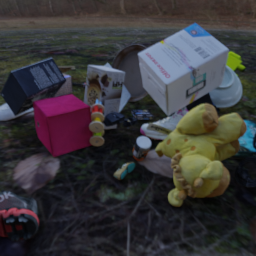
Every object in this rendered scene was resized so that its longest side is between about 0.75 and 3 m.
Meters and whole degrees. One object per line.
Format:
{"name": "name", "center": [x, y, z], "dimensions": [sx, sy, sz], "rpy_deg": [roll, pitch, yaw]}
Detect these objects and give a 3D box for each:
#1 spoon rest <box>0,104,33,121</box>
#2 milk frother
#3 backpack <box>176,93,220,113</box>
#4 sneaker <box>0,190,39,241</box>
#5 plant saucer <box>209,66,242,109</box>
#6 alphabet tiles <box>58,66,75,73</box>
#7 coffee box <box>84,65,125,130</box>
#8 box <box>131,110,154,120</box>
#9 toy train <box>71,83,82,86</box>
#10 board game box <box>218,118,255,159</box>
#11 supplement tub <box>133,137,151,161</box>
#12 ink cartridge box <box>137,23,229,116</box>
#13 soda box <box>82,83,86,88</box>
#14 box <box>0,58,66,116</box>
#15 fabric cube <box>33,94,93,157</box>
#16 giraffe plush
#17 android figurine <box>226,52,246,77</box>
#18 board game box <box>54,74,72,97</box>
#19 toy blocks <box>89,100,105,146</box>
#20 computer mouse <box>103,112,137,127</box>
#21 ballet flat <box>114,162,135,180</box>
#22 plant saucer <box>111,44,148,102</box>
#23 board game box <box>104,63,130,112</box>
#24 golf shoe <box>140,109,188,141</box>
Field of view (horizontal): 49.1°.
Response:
{"name": "spoon rest", "center": [-4.983, -0.966, 13.068], "dimensions": [1.253, 0.765, 2.522], "rpy_deg": [22, 46, 40]}
{"name": "milk frother", "center": [4.392, 1.071, 7.988], "dimensions": [1.887, 2.006, 1.811], "rpy_deg": [34, 38, -7]}
{"name": "backpack", "center": [2.713, -0.965, 11.802], "dimensions": [1.386, 1.799, 1.713], "rpy_deg": [-19, 14, 48]}
{"name": "sneaker", "center": [-3.199, 2.007, 6.496], "dimensions": [2.322, 0.821, 1.135], "rpy_deg": [0, 26, -6]}
{"name": "plant saucer", "center": [4.040, -2.253, 13.015], "dimensions": [2.885, 0.724, 2.885], "rpy_deg": [5, 58, -8]}
{"name": "alphabet tiles", "center": [-4.809, -3.479, 17.416], "dimensions": [2.878, 0.091, 2.395], "rpy_deg": [-7, 7, 38]}
{"name": "coffee box", "center": [-1.047, -1.232, 11.374], "dimensions": [0.941, 2.358, 1.333], "rpy_deg": [-6, 22, -42]}
{"name": "box", "center": [0.635, -0.592, 12.587], "dimensions": [0.816, 0.203, 0.810], "rpy_deg": [-1, 23, -15]}
{"name": "toy train", "center": [-3.208, -2.656, 17.044], "dimensions": [0.991, 0.169, 0.227], "rpy_deg": [11, 15, 23]}
{"name": "board game box", "center": [4.103, 0.353, 10.435], "dimensions": [1.767, 0.368, 2.612], "rpy_deg": [5, 27, 8]}
{"name": "supplement tub", "center": [0.428, 0.697, 9.141], "dimensions": [0.501, 0.817, 0.501], "rpy_deg": [6, 52, -7]}
{"name": "ink cartridge box", "center": [1.992, -2.167, 10.502], "dimensions": [2.591, 1.892, 1.901], "rpy_deg": [-30, 58, -9]}
{"name": "soda box", "center": [-2.372, -2.595, 16.804], "dimensions": [0.272, 0.244, 0.769], "rpy_deg": [20, 33, 36]}
{"name": "box", "center": [-3.705, -1.589, 10.923], "dimensions": [1.810, 1.141, 1.842], "rpy_deg": [-33, 1, -40]}
{"name": "fabric cube", "center": [-2.361, -0.145, 10.152], "dimensions": [1.603, 1.573, 1.598], "rpy_deg": [-16, 31, -29]}
{"name": "giraffe plush", "center": [1.936, 0.888, 7.613], "dimensions": [2.774, 2.394, 2.250], "rpy_deg": [2, 42, -4]}
{"name": "android figurine", "center": [5.546, -3.596, 16.127], "dimensions": [2.169, 0.445, 1.974], "rpy_deg": [36, 79, 25]}
{"name": "board game box", "center": [-4.343, -2.473, 15.696], "dimensions": [1.585, 0.963, 1.988], "rpy_deg": [-20, 31, -36]}
{"name": "toy blocks", "center": [-1.133, -0.237, 10.350], "dimensions": [0.529, 1.213, 1.456], "rpy_deg": [1, 43, -4]}
{"name": "computer mouse", "center": [-0.310, -0.317, 9.612], "dimensions": [0.695, 0.404, 2.373], "rpy_deg": [-22, 12, -22]}
{"name": "ballet flat", "center": [-0.119, 1.269, 8.561], "dimensions": [0.299, 0.326, 0.949], "rpy_deg": [13, 22, 26]}
{"name": "plant saucer", "center": [0.304, -2.779, 14.345], "dimensions": [2.891, 2.891, 0.464], "rpy_deg": [19, 13, 34]}
{"name": "board game box", "center": [-0.802, -1.932, 13.532], "dimensions": [0.264, 2.042, 2.041], "rpy_deg": [-27, 18, 29]}
{"name": "golf shoe", "center": [1.762, -0.173, 10.645], "dimensions": [2.609, 1.194, 0.983], "rpy_deg": [-1, 26, 5]}
